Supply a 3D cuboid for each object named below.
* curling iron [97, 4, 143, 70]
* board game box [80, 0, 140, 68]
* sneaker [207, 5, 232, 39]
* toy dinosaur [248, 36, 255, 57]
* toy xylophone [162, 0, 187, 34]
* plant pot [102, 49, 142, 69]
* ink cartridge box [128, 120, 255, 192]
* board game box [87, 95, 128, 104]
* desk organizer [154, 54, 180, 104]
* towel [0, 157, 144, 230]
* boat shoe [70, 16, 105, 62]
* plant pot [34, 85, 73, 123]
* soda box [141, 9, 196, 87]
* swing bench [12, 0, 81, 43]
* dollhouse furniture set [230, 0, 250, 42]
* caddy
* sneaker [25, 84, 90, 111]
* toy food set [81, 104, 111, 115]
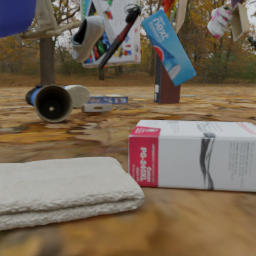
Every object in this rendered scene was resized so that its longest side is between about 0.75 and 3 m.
[{"bbox_3d":[-0.278,-2.254,7.033,0.480,1.937,0.248,0,49,-45],"label":"curling iron"},{"bbox_3d":[-0.556,-3.235,8.206,1.752,2.776,0.480,2,7,26],"label":"board game box"},{"bbox_3d":[2.455,-2.861,7.414,0.457,1.122,0.495,26,-28,-21],"label":"sneaker"},{"bbox_3d":[3.645,-2.155,7.659,0.277,0.515,1.169,-37,38,8],"label":"toy dinosaur"},{"bbox_3d":[1.237,-3.231,7.835,0.460,1.831,1.341,22,57,16],"label":"toy xylophone"},{"bbox_3d":[-0.630,-2.911,9.411,1.583,1.789,1.789,-30,6,10],"label":"plant pot"},{"bbox_3d":[0.830,0.287,3.481,1.509,0.629,1.096,2,10,10],"label":"ink cartridge box"},{"bbox_3d":[-1.271,-1.461,14.280,2.155,0.373,1.460,-4,11,-24],"label":"board game box"},{"bbox_3d":[2.011,-2.604,14.095,1.049,2.725,0.977,0,10,-12],"label":"desk organizer"},{"bbox_3d":[-0.790,0.598,2.766,1.707,0.294,1.131,-2,12,-17],"label":"towel"},{"bbox_3d":[-1.082,-2.072,6.549,0.537,0.526,1.507,-8,-18,-35],"label":"boat shoe"},{"bbox_3d":[-2.176,-0.625,8.063,1.052,1.052,0.913,-4,-5,-20],"label":"plant pot"},{"bbox_3d":[1.005,-1.933,6.905,0.598,1.763,0.566,-28,6,13],"label":"soda box"},{"bbox_3d":[-2.795,-3.748,8.059,2.204,2.192,1.430,0,29,25],"label":"swing bench"},{"bbox_3d":[2.558,-3.142,7.038,1.131,1.594,1.263,0,-14,-11],"label":"dollhouse furniture set"},{"bbox_3d":[-2.055,-2.143,3.639,1.538,2.175,1.142,43,44,16],"label":"caddy"},{"bbox_3d":[-2.935,-1.331,11.630,1.478,1.020,2.657,17,24,34],"label":"sneaker"},{"bbox_3d":[-1.140,-0.634,9.816,0.900,0.379,1.254,-3,2,-15],"label":"toy food set"}]
